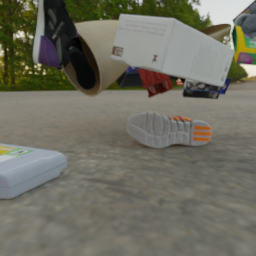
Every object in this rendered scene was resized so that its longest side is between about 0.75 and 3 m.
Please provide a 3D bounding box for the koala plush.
[{"bbox_3d":[3.353,-2.827,7.277,1.022,0.906,0.939,-38,-7,2],"label":"koala plush"}]

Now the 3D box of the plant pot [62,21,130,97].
[{"bbox_3d":[-0.765,-2.769,9.887,2.613,2.447,2.447,-35,28,-30],"label":"plant pot"}]

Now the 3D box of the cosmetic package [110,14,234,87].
[{"bbox_3d":[1.177,-1.762,6.683,1.500,1.092,2.951,24,15,38],"label":"cosmetic package"}]

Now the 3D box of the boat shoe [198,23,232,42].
[{"bbox_3d":[2.322,-2.632,9.143,2.250,0.731,0.812,-27,29,9],"label":"boat shoe"}]

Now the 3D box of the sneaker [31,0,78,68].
[{"bbox_3d":[-1.706,-2.696,7.024,1.028,2.347,0.889,11,20,-7],"label":"sneaker"}]

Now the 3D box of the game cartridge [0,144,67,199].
[{"bbox_3d":[-2.962,0.794,5.862,2.801,0.567,1.868,4,15,24],"label":"game cartridge"}]

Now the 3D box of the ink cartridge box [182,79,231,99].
[{"bbox_3d":[2.829,-1.428,10.060,1.630,0.811,0.320,1,50,-1],"label":"ink cartridge box"}]

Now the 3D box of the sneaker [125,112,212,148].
[{"bbox_3d":[1.167,0.071,9.032,2.693,1.045,1.509,9,5,-9],"label":"sneaker"}]

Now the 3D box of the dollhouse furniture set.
[{"bbox_3d":[0.676,-2.121,8.814,0.848,2.085,1.122,-18,-15,10],"label":"dollhouse furniture set"}]

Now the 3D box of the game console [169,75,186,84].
[{"bbox_3d":[2.180,-2.203,12.627,1.629,0.196,0.961,14,3,18],"label":"game console"}]

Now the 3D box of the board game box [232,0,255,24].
[{"bbox_3d":[4.540,-3.820,9.376,1.574,0.446,1.301,-8,-13,-29],"label":"board game box"}]

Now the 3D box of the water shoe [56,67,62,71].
[{"bbox_3d":[-2.703,-2.788,11.600,0.319,0.891,0.352,26,23,-9],"label":"water shoe"}]

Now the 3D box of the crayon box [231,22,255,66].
[{"bbox_3d":[4.086,-2.506,8.391,1.745,0.509,1.505,5,55,5],"label":"crayon box"}]

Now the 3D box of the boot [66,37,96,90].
[{"bbox_3d":[-1.616,-2.240,9.244,0.610,1.648,1.351,-23,45,1],"label":"boot"}]

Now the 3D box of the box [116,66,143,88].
[{"bbox_3d":[0.056,-2.809,12.394,1.385,1.872,0.976,-9,-27,-28],"label":"box"}]
